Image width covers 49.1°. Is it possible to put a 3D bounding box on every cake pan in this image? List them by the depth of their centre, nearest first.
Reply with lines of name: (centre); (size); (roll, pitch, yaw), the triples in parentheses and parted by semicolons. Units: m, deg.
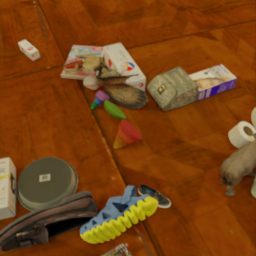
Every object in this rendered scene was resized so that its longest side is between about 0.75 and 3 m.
cake pan: (-2.684, 1.761, 9.198); (2.003, 0.367, 2.003); (0, 50, 0)

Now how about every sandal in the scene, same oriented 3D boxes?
sandal: (-0.343, 2.490, 8.204); (2.351, 0.934, 1.024); (-25, 49, -14)

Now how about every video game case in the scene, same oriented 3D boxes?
video game case: (-2.099, -3.150, 13.401); (1.670, 0.204, 2.336); (5, 50, 4)

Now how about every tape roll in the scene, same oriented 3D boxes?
tape roll: (4.153, 0.272, 10.134); (0.842, 0.578, 0.842); (13, 53, -17)

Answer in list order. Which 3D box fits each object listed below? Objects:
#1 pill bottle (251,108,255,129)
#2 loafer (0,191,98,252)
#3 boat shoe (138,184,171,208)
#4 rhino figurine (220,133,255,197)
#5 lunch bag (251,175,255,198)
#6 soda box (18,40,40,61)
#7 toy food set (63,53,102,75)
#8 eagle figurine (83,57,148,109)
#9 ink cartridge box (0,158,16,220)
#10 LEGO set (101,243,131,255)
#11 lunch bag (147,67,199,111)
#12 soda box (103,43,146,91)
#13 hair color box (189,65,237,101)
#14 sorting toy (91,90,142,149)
pill bottle: (6.137, -0.775, 10.460); (2.947, 1.662, 1.662); (-24, 54, -19)
loafer: (-2.202, 2.776, 7.947); (2.878, 1.034, 0.906); (-23, 54, -22)
boat shoe: (0.830, 2.124, 8.883); (1.147, 0.380, 0.401); (29, 56, 22)
rhino figurine: (3.908, 1.025, 9.221); (2.602, 1.138, 0.778); (-35, 44, -26)
lunch bag: (5.016, 1.643, 9.034); (1.595, 0.766, 1.989); (25, 54, 19)
soda box: (-4.902, -3.846, 13.846); (0.440, 0.412, 1.293); (-35, 59, -25)
toy food set: (-2.040, -2.698, 12.232); (1.772, 0.439, 2.788); (-2, 27, 8)
eagle figurine: (-0.491, -1.857, 11.146); (1.817, 1.807, 2.394); (-3, 40, -39)
ink cartridge box: (-4.301, 1.947, 8.789); (1.311, 0.745, 1.799); (-11, 51, -9)
LEGO set: (-0.052, 3.703, 6.999); (0.964, 1.279, 1.663); (-30, 47, -3)
lunch bag: (1.785, -1.571, 11.586); (1.713, 1.007, 1.405); (-24, 55, -12)
soda box: (-0.211, -2.596, 12.453); (0.880, 0.942, 2.765); (-18, 53, -14)
hair color box: (3.540, -1.981, 12.158); (1.958, 0.634, 1.070); (-22, 54, -15)
sorting toy: (-0.667, -0.248, 10.677); (1.011, 1.018, 2.936); (-48, 53, 13)
